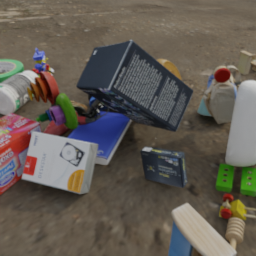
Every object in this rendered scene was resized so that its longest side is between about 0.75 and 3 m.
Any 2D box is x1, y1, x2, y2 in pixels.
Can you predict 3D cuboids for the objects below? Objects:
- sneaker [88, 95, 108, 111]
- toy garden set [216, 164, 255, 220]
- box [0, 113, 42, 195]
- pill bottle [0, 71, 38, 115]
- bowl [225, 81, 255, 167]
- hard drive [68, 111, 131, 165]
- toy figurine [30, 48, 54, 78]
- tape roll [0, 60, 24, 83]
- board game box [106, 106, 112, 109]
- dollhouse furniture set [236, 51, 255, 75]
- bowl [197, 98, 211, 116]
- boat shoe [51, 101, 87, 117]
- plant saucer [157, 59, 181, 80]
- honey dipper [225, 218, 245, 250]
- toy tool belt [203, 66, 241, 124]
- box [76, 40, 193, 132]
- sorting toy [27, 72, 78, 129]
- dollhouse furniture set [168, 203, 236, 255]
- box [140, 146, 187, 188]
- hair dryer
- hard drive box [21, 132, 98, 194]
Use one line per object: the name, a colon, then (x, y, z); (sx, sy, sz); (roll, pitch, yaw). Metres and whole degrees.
sneaker: (-0.274, -1.366, 10.919); (2.586, 0.907, 1.007); (-6, 47, -5)
toy garden set: (3.200, 1.679, 6.721); (2.109, 0.421, 1.758); (6, 31, 22)
box: (-3.547, 0.821, 7.404); (1.226, 1.281, 2.569); (17, 37, 23)
pill bottle: (-4.320, -1.431, 10.881); (1.120, 1.120, 1.981); (10, 35, 14)
bowl: (3.495, -0.078, 7.516); (0.851, 2.277, 2.281); (15, 15, 34)
hard drive: (-0.998, 0.211, 9.159); (1.603, 0.308, 2.429); (8, 35, 15)
toy figurine: (-4.241, -2.891, 12.850); (1.236, 1.404, 2.344); (-3, 33, -4)
tape roll: (-6.082, -2.512, 13.035); (2.374, 0.571, 2.374); (0, 33, 0)
board game box: (0.017, -1.398, 10.105); (1.794, 1.795, 0.232); (25, -4, 3)
dollhouse furniture set: (6.232, -3.280, 13.790); (1.536, 0.999, 1.411); (-12, 36, -18)
bowl: (3.219, -0.904, 10.158); (1.368, 0.716, 1.368); (-3, 15, 1)
boat shoe: (-2.191, -0.769, 10.540); (1.407, 0.532, 0.520); (16, 31, 10)
plant saucer: (1.755, -2.190, 11.718); (0.298, 1.682, 1.682); (-25, 15, 40)
honey dipper: (2.039, 2.622, 5.564); (0.357, 0.357, 1.881); (14, 38, 20)
toy tool belt: (2.885, -1.171, 8.596); (1.208, 1.935, 1.189); (-10, 34, 16)
box: (0.212, -1.166, 8.363); (2.697, 1.444, 2.002); (30, -8, -34)
sorting toy: (-2.186, -0.612, 7.720); (0.827, 1.210, 2.014); (-24, 60, -24)
dollhouse furniture set: (0.473, 2.786, 4.175); (2.476, 1.615, 2.337); (-19, 38, -25)
box: (0.916, 0.999, 7.224); (1.149, 0.906, 0.293); (8, 31, 35)
hair dryer: (-1.800, -0.295, 9.104); (2.362, 0.642, 1.799); (-32, 15, -2)
hard drive box: (-1.740, 0.882, 7.245); (1.648, 1.284, 0.633); (9, -5, 14)
